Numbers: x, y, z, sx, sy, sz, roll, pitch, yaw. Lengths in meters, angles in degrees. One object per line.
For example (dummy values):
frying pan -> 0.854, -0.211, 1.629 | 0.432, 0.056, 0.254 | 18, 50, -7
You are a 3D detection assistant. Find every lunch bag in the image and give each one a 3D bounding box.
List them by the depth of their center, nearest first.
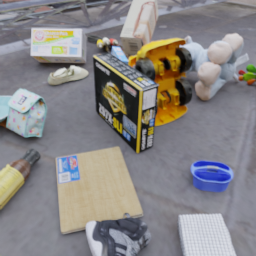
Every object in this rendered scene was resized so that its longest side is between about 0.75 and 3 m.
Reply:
lunch bag -> -3.128, -0.473, 8.625 | 1.114, 1.308, 0.797 | 22, 15, 35

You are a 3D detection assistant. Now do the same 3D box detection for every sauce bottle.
sauce bottle -> -2.931, 1.274, 7.044 | 0.644, 0.644, 1.990 | 12, 36, 16

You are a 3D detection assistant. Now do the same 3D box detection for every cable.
cable -> -1.324, -4.789, 15.187 | 1.359, 0.704, 2.797 | -14, 39, -19

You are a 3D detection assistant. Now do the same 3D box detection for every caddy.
caddy -> 2.124, 1.198, 7.186 | 1.051, 0.552, 0.743 | 5, 36, 6

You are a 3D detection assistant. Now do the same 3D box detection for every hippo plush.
hippo plush -> 2.962, -2.795, 10.888 | 2.979, 2.373, 2.395 | -31, 55, -34

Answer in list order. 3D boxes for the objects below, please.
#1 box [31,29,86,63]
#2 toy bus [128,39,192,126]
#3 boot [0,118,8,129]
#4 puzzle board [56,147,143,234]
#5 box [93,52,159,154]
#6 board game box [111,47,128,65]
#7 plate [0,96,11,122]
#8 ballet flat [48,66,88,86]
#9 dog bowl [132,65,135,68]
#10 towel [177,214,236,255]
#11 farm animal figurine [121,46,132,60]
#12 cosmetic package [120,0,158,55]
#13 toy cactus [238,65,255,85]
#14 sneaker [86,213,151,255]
box -> -3.186, -3.780, 12.990 | 2.313, 1.301, 1.172 | 1, 0, 2
toy bus -> 0.766, -1.784, 9.590 | 1.806, 2.661, 2.555 | -20, 35, -20
boot -> -3.824, -0.226, 9.392 | 0.597, 0.295, 0.769 | 14, 47, 22
puzzle board -> -0.845, 1.453, 7.143 | 1.843, 0.213, 2.446 | -10, 37, -11
box -> -0.173, -0.829, 8.593 | 0.664, 2.147, 2.689 | -21, 42, -25
board game box -> -0.426, -1.845, 10.243 | 0.331, 1.810, 1.369 | 0, 35, -17
plate -> -4.859, -0.420, 9.351 | 2.506, 0.320, 2.506 | -6, 30, 3
ballet flat -> -2.506, -2.285, 11.860 | 1.849, 0.642, 0.642 | -25, 43, -29
dog bowl -> 0.640, -2.284, 11.599 | 1.589, 0.466, 1.589 | -6, 52, 8
towel -> 1.557, 2.350, 5.677 | 0.993, 0.513, 1.200 | 1, 35, -1
farm animal figurine -> -0.032, -3.142, 13.002 | 1.424, 0.751, 1.440 | 17, 35, 1
cosmetic package -> 0.545, -4.553, 12.481 | 1.040, 1.232, 2.384 | 10, 71, 17
toy cactus -> 5.475, -2.012, 10.954 | 1.916, 1.188, 2.323 | 30, -6, -4
sneaker -> 0.014, 2.438, 5.287 | 1.174, 0.779, 2.063 | -18, 37, -19
